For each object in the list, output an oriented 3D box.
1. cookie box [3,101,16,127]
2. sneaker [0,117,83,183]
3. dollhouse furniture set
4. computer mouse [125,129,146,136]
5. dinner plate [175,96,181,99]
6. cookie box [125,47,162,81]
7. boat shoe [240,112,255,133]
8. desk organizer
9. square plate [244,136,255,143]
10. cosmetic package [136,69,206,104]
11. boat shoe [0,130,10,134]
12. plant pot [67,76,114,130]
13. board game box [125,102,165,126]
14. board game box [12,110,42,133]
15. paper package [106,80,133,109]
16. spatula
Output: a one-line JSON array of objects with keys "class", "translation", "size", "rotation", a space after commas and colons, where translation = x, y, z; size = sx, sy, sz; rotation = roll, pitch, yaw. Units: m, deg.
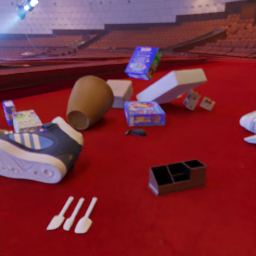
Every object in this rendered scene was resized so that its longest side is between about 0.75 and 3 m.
[{"class": "cookie box", "translation": [-5.086, -0.630, 12.113], "size": [0.395, 0.900, 1.052], "rotation": [-13, 23, -25]}, {"class": "sneaker", "translation": [-2.681, 0.406, 7.994], "size": [2.764, 1.114, 2.024], "rotation": [13, 36, 7]}, {"class": "dollhouse furniture set", "translation": [3.635, -1.276, 14.487], "size": [1.228, 0.861, 0.866], "rotation": [24, 17, -5]}, {"class": "computer mouse", "translation": [0.326, 0.149, 10.849], "size": [0.812, 0.214, 0.563], "rotation": [8, 19, 23]}, {"class": "dinner plate", "translation": [2.139, -2.190, 17.794], "size": [2.470, 0.299, 2.470], "rotation": [-1, 17, 0]}, {"class": "cookie box", "translation": [0.561, -2.345, 10.151], "size": [0.958, 1.120, 0.421], "rotation": [16, -15, 35]}, {"class": "boat shoe", "translation": [5.753, -0.456, 11.619], "size": [2.764, 0.980, 0.965], "rotation": [-18, 27, -27]}, {"class": "desk organizer", "translation": [1.257, 1.228, 7.086], "size": [1.425, 0.549, 0.511], "rotation": [-7, 20, -21]}, {"class": "square plate", "translation": [5.436, 0.261, 9.566], "size": [1.982, 0.285, 2.001], "rotation": [-10, 0, -28]}, {"class": "cosmetic package", "translation": [2.139, -1.993, 14.234], "size": [2.196, 0.752, 2.912], "rotation": [-16, -8, -39]}, {"class": "boat shoe", "translation": [-3.793, 0.593, 8.662], "size": [2.104, 0.796, 0.777], "rotation": [9, 26, 25]}, {"class": "plant pot", "translation": [-1.754, -0.890, 11.787], "size": [1.908, 1.908, 2.048], "rotation": [4, 35, 12]}, {"class": "board game box", "translation": [0.698, -0.698, 12.881], "size": [1.569, 0.523, 2.334], "rotation": [-1, 19, -4]}, {"class": "board game box", "translation": [-3.614, 0.021, 10.095], "size": [0.783, 0.797, 1.520], "rotation": [-10, 27, -27]}, {"class": "paper package", "translation": [-0.657, -1.830, 15.083], "size": [1.509, 0.819, 1.583], "rotation": [6, 42, 19]}, {"class": "spatula", "translation": [-1.121, 1.841, 6.030], "size": [0.822, 0.095, 1.183], "rotation": [-2, 17, 10]}]
